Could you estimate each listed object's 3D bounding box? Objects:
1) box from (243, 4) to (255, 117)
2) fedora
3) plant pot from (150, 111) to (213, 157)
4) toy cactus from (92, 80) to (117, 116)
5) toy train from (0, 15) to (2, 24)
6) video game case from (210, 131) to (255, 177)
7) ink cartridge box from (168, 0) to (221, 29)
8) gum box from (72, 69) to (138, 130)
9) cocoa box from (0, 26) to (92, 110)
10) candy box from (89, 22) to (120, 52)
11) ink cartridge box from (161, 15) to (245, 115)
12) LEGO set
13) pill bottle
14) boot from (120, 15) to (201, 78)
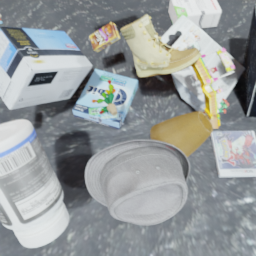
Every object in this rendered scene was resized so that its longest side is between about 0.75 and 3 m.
[{"bbox_3d":[4.607,-2.052,8.711,1.602,2.586,2.542,1,58,14],"label":"box"},{"bbox_3d":[0.262,1.173,5.292,2.099,1.856,0.948,-5,32,-9],"label":"fedora"},{"bbox_3d":[1.321,0.140,6.527,1.105,1.186,1.105,33,39,-32],"label":"plant pot"},{"bbox_3d":[-0.457,-0.563,6.205,0.434,0.850,0.701,2,44,-38],"label":"toy cactus"},{"bbox_3d":[-3.996,-2.944,8.652,0.851,1.133,0.315,-2,32,45],"label":"toy train"},{"bbox_3d":[3.312,0.770,8.520,1.366,0.172,1.499,-1,58,-1],"label":"video game case"},{"bbox_3d":[2.719,-4.792,11.581,1.811,0.761,1.318,-7,59,-4],"label":"ink cartridge box"},{"bbox_3d":[-0.725,-1.008,9.456,1.624,0.426,1.912,17,60,10],"label":"gum box"},{"bbox_3d":[-2.312,-1.575,7.267,1.400,1.423,2.134,51,33,11],"label":"cocoa box"},{"bbox_3d":[-0.716,-2.701,8.383,0.860,0.243,0.502,-24,78,26],"label":"candy box"},{"bbox_3d":[2.230,-2.057,9.405,2.895,0.726,2.348,39,65,0],"label":"ink cartridge box"},{"bbox_3d":[2.205,-1.109,7.078,0.877,1.084,2.357,-24,100,-1],"label":"LEGO set"},{"bbox_3d":[-1.842,0.991,4.873,1.159,2.038,1.159,-15,23,6],"label":"pill bottle"},{"bbox_3d":[0.706,-1.955,6.482,1.751,1.361,0.637,-1,33,43],"label":"boot"}]
